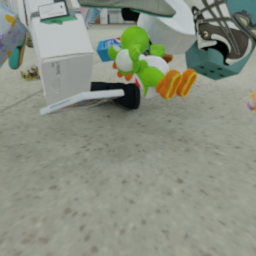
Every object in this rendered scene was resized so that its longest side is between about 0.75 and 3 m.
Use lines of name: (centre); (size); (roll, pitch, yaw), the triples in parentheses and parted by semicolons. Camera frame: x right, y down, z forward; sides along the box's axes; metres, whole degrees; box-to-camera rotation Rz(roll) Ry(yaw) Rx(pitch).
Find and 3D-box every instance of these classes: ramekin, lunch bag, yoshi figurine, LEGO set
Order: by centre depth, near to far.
lunch bag: (-3.345, -2.191, 6.061); (1.740, 1.475, 1.106); (33, -6, -1)
yoshi figurine: (0.456, -1.641, 6.483); (1.291, 1.296, 2.305); (-44, 57, -14)
ramekin: (1.221, -3.058, 8.171); (1.955, 0.953, 1.955); (12, 55, -17)
LEGO set: (-5.417, -3.124, 15.522); (1.034, 0.779, 1.344); (-13, 27, -26)

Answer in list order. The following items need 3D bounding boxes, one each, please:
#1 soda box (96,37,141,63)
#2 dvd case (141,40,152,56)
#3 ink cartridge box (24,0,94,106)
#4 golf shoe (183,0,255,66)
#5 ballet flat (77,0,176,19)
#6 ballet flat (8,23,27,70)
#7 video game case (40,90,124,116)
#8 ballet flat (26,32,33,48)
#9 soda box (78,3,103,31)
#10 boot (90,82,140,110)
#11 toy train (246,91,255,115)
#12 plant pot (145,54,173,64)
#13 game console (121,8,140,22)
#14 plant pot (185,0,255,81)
soda box: (-0.186, -2.541, 8.924); (1.560, 0.529, 0.500); (-4, 55, 21)
dvd case: (0.436, -2.293, 7.766); (0.076, 0.618, 0.867); (-40, 20, -11)
ink cartridge box: (-1.705, -2.143, 6.671); (1.127, 1.953, 2.674); (-13, 70, -16)
golf shoe: (1.812, -2.457, 6.390); (2.430, 1.148, 0.945); (43, 5, 9)
ballet flat: (0.002, -3.059, 6.442); (2.405, 0.766, 0.811); (5, 33, -6)
ballet flat: (-3.402, -2.520, 8.644); (0.499, 1.453, 0.458); (20, 18, -3)
video game case: (-0.908, -0.526, 5.673); (1.188, 0.150, 1.304); (-15, 0, 33)
ballet flat: (-2.508, -2.987, 9.348); (1.811, 0.682, 0.614); (-7, 37, -33)
soda box: (-2.093, -3.839, 10.499); (0.817, 2.570, 0.879); (38, 3, 38)
boot: (-0.969, -1.288, 10.987); (2.280, 1.036, 2.713); (-5, 17, -20)
toy train: (2.794, -0.699, 4.952); (0.525, 1.417, 1.887); (21, 28, -30)
plant pot: (0.586, -3.053, 10.781); (2.004, 1.403, 2.004); (-14, -1, 0)
game console: (0.750, -4.284, 9.429); (2.248, 1.326, 0.271); (11, 31, 25)
plant pot: (2.950, -3.039, 8.924); (1.899, 2.687, 1.898); (18, -7, -18)
